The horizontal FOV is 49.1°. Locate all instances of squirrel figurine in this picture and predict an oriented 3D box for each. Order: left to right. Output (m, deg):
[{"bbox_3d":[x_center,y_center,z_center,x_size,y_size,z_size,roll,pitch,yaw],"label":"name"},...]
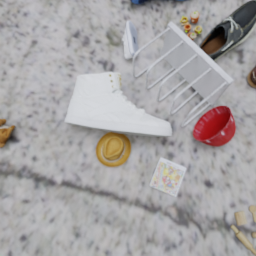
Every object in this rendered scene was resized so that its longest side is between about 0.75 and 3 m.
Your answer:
[{"bbox_3d":[-3.641,0.108,7.603,0.804,0.610,0.862,28,97,-16],"label":"squirrel figurine"}]

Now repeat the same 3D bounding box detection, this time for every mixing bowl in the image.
[{"bbox_3d":[2.414,0.061,7.519,0.648,1.196,1.196,41,77,-21],"label":"mixing bowl"}]

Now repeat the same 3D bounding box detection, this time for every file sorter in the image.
[{"bbox_3d":[1.321,-1.304,7.539,1.366,1.522,2.193,-40,77,-10],"label":"file sorter"}]

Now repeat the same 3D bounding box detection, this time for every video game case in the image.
[{"bbox_3d":[1.084,1.333,7.610,0.766,0.096,0.842,22,77,6],"label":"video game case"}]

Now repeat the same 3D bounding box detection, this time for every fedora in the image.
[{"bbox_3d":[-0.412,0.559,7.644,1.045,0.426,1.045,0,76,0],"label":"fedora"}]

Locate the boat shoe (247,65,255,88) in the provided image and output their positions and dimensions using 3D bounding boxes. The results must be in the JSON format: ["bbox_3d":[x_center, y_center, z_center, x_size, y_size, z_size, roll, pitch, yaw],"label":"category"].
[{"bbox_3d":[4.482,-2.134,8.115,0.855,0.855,2.430,39,76,4],"label":"boat shoe"}]

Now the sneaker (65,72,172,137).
[{"bbox_3d":[-0.153,-0.685,7.528,2.889,1.064,1.670,10,84,3],"label":"sneaker"}]

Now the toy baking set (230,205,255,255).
[{"bbox_3d":[3.386,2.684,7.215,1.111,0.168,1.447,-34,78,-8],"label":"toy baking set"}]

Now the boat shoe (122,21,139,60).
[{"bbox_3d":[0.005,-2.667,8.476,0.433,0.487,1.325,-21,57,31],"label":"boat shoe"}]

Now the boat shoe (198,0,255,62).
[{"bbox_3d":[2.888,-2.754,8.005,2.288,0.774,0.822,-43,71,9],"label":"boat shoe"}]

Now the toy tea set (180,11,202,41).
[{"bbox_3d":[1.958,-3.144,8.546,0.596,0.371,1.002,-14,66,7],"label":"toy tea set"}]

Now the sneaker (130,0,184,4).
[{"bbox_3d":[1.456,-4.532,8.638,2.999,1.109,1.234,-28,90,-1],"label":"sneaker"}]
